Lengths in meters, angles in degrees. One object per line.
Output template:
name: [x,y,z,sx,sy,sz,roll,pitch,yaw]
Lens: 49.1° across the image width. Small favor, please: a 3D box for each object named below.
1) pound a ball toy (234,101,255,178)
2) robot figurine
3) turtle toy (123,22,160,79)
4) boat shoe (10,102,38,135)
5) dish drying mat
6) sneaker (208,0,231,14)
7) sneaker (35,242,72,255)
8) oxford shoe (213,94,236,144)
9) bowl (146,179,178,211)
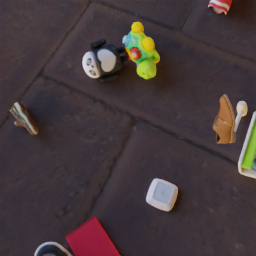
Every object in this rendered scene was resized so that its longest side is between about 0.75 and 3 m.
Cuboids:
pound a ball toy: [3.622,0.338,8.075,1.344,0.876,2.061,12,65,33]
robot figurine: [-0.744,-2.152,8.971,1.421,0.887,1.068,-21,67,-9]
turtle toy: [0.440,-2.401,8.984,0.906,1.307,1.793,-32,70,8]
boat shoe: [-3.163,-0.205,8.441,0.464,0.463,1.255,-38,65,-2]
dish drying mat: [-0.567,3.497,6.973,0.924,0.219,2.407,-33,70,-14]
sneaker: [3.641,-4.986,10.353,0.785,1.240,2.205,29,40,14]
sneaker: [-1.507,3.898,6.016,1.086,1.638,2.878,-19,68,-8]
oxford shoe: [2.282,-0.152,6.732,0.490,1.375,0.490,-11,31,6]
bowl: [0.946,1.802,7.644,0.771,0.288,0.770,22,70,7]
